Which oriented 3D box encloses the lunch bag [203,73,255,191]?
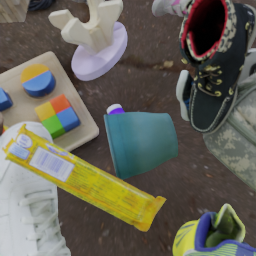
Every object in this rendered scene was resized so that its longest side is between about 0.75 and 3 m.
[{"bbox_3d":[2.284,-0.266,3.954,1.405,1.691,2.017,46,43,16],"label":"lunch bag"}]

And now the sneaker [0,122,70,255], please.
[{"bbox_3d":[-1.147,1.411,3.629,1.468,1.103,2.947,7,94,32],"label":"sneaker"}]

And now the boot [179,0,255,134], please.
[{"bbox_3d":[0.872,-0.617,3.101,0.585,1.223,1.619,26,113,28],"label":"boot"}]

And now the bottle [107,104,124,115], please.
[{"bbox_3d":[-0.050,0.173,6.689,0.653,0.511,1.564,-24,71,-6],"label":"bottle"}]

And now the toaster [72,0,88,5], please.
[{"bbox_3d":[-0.922,-3.662,5.971,1.031,1.172,1.815,-6,105,-8],"label":"toaster"}]

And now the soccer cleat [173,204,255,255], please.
[{"bbox_3d":[1.104,1.520,3.459,0.970,3.001,1.255,16,87,12],"label":"soccer cleat"}]

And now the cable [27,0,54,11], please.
[{"bbox_3d":[-2.740,-4.411,8.497,1.504,0.468,1.843,23,70,8],"label":"cable"}]

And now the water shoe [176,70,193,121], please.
[{"bbox_3d":[1.007,-0.476,4.248,0.424,1.074,0.384,10,64,23],"label":"water shoe"}]

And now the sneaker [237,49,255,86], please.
[{"bbox_3d":[3.662,-1.426,6.910,2.511,0.928,0.995,-2,24,1],"label":"sneaker"}]

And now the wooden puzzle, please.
[{"bbox_3d":[-2.521,-0.416,6.833,2.685,0.671,2.899,-29,72,-10],"label":"wooden puzzle"}]

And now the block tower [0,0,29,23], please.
[{"bbox_3d":[-2.680,-2.156,4.745,1.996,0.577,0.539,1,67,8],"label":"block tower"}]

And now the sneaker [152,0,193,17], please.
[{"bbox_3d":[1.013,-2.485,5.597,1.237,0.503,0.546,-12,83,41],"label":"sneaker"}]

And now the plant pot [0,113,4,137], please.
[{"bbox_3d":[-2.178,0.282,3.577,1.077,1.077,0.939,13,112,5],"label":"plant pot"}]

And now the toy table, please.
[{"bbox_3d":[-0.608,-1.656,4.835,1.375,0.876,1.496,-8,48,18],"label":"toy table"}]

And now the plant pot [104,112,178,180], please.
[{"bbox_3d":[0.248,0.235,5.005,1.133,1.206,1.206,-12,69,-2],"label":"plant pot"}]

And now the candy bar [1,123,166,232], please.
[{"bbox_3d":[-0.439,0.552,2.970,1.820,0.202,0.454,30,98,-11],"label":"candy bar"}]
